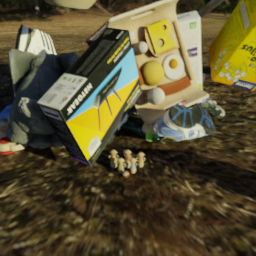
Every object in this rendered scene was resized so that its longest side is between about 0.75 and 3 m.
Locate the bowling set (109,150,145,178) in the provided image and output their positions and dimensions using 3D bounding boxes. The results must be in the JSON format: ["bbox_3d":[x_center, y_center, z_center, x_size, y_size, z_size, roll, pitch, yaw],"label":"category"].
[{"bbox_3d":[-0.006,0.772,6.118,0.818,0.439,0.569,-3,23,-5],"label":"bowling set"}]

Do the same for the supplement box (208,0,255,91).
[{"bbox_3d":[3.809,-2.681,8.344,1.542,2.834,1.552,12,56,-10],"label":"supplement box"}]

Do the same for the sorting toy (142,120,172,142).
[{"bbox_3d":[0.863,0.058,7.212,0.989,0.197,1.338,15,28,8],"label":"sorting toy"}]

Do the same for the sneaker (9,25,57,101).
[{"bbox_3d":[-2.507,-1.633,7.599,1.153,2.004,0.756,9,10,-30],"label":"sneaker"}]

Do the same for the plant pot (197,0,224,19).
[{"bbox_3d":[2.563,-3.963,9.579,1.975,0.271,1.975,-39,8,7],"label":"plant pot"}]

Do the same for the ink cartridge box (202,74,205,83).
[{"bbox_3d":[2.394,-1.745,10.410,0.714,0.696,1.111,23,20,7],"label":"ink cartridge box"}]

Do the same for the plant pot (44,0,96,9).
[{"bbox_3d":[-1.131,-3.011,5.407,1.822,1.223,1.822,7,26,-4],"label":"plant pot"}]

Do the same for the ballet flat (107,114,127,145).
[{"bbox_3d":[-0.345,-0.502,7.163,0.630,1.842,0.626,-3,-9,-1],"label":"ballet flat"}]

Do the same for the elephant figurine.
[{"bbox_3d":[-2.026,-1.104,6.864,2.062,2.914,2.260,16,-30,-42],"label":"elephant figurine"}]

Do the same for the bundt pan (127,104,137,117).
[{"bbox_3d":[-0.311,-1.327,7.867,2.030,2.030,0.762,-16,20,-33],"label":"bundt pan"}]

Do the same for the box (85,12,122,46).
[{"bbox_3d":[-0.040,-2.777,10.109,1.731,1.713,2.086,-45,48,-7],"label":"box"}]

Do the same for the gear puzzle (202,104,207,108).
[{"bbox_3d":[2.144,-0.526,9.040,0.912,0.119,0.473,-28,1,7],"label":"gear puzzle"}]

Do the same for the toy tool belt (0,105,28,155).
[{"bbox_3d":[-3.102,-0.158,7.379,1.108,1.090,1.774,-5,22,-5],"label":"toy tool belt"}]

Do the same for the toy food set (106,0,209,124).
[{"bbox_3d":[0.835,-1.688,7.088,1.942,2.706,0.817,-25,16,-12],"label":"toy food set"}]

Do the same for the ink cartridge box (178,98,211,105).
[{"bbox_3d":[2.244,-1.123,10.502,1.523,0.320,0.909,-5,25,-28],"label":"ink cartridge box"}]

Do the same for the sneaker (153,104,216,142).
[{"bbox_3d":[1.320,-0.088,6.373,1.915,0.738,0.725,8,56,-43],"label":"sneaker"}]

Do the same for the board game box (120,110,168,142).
[{"bbox_3d":[0.257,-0.377,8.572,2.488,0.350,1.683,20,28,26],"label":"board game box"}]

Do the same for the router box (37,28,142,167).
[{"bbox_3d":[-0.605,-0.660,5.845,0.604,1.765,2.366,17,58,26],"label":"router box"}]

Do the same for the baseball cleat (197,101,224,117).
[{"bbox_3d":[2.912,-0.711,9.520,0.609,0.399,1.144,-22,34,-27],"label":"baseball cleat"}]

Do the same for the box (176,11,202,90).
[{"bbox_3d":[1.208,-1.954,8.752,2.085,2.889,0.525,-10,44,6],"label":"box"}]
